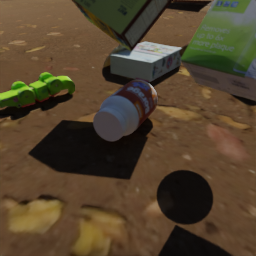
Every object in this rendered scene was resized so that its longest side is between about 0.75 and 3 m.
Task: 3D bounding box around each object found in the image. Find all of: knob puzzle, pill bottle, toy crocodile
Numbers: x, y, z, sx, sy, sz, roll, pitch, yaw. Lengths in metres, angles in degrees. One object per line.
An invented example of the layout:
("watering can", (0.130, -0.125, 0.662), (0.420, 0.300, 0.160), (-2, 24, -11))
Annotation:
("knob puzzle", (-0.466, -3.533, 12.984), (0.286, 2.062, 2.062), (52, 44, 1))
("pill bottle", (-0.058, -0.509, 8.034), (1.183, 1.183, 2.108), (14, 34, 23))
("toy crocodile", (-3.178, -1.263, 9.814), (2.773, 0.856, 0.936), (-27, 39, -32))

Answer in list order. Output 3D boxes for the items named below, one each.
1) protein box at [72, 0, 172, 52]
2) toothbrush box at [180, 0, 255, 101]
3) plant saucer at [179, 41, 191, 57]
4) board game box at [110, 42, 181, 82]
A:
("protein box", (-0.157, -3.949, 8.609), (2.082, 2.097, 1.415), (40, 4, 15))
("toothbrush box", (2.275, -1.764, 5.130), (1.611, 0.952, 2.212), (29, 85, 39))
("plant saucer", (1.827, -1.807, 6.702), (1.177, 0.203, 1.177), (13, -10, 2))
("board game box", (0.876, -3.081, 12.719), (2.101, 0.915, 2.848), (20, 37, 30))
